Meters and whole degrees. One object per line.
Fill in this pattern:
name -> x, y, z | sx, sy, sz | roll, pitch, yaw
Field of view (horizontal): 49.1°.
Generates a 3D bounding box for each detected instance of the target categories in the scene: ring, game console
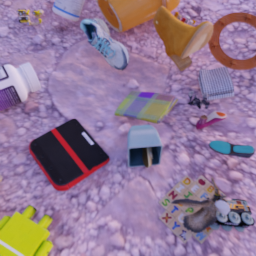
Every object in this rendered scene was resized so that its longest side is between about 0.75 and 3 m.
ring -> 3.847, -3.011, 9.585 | 2.167, 0.208, 2.167 | 0, 79, 3
game console -> -1.868, 0.770, 8.651 | 1.838, 0.322, 2.078 | -31, 60, -25

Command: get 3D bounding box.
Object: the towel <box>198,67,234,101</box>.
towel -> 3.088, -1.610, 9.929 | 1.082, 0.559, 1.307 | -11, 50, 13

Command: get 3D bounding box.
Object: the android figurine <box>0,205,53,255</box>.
android figurine -> -2.749, 2.879, 7.064 | 1.606, 0.362, 1.765 | 22, 56, 15

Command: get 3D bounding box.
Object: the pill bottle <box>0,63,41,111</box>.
pill bottle -> -4.285, -1.318, 9.458 | 2.404, 1.340, 1.340 | -27, 59, -18

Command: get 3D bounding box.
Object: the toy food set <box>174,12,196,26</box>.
toy food set -> 2.480, -4.748, 12.578 | 1.022, 0.460, 0.488 | 23, 42, -5

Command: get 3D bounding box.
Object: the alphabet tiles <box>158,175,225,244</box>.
alphabet tiles -> 1.803, 2.190, 7.741 | 1.846, 0.058, 1.536 | -37, 62, -24

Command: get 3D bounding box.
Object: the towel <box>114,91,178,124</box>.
towel -> 0.575, -0.714, 9.344 | 1.878, 0.214, 1.348 | 12, 50, 35

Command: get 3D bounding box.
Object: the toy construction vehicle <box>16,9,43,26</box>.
toy construction vehicle -> -4.494, -5.039, 12.764 | 1.195, 0.421, 1.040 | -2, 43, -5

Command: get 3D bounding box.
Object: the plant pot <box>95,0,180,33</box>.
plant pot -> 0.216, -5.608, 11.794 | 2.728, 2.980, 2.980 | -38, 62, -7

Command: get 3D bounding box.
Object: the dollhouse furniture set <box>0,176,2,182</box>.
dollhouse furniture set -> -4.726, 1.166, 7.357 | 2.225, 2.044, 1.448 | 44, 59, -7

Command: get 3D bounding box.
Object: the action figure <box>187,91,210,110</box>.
action figure -> 2.314, -0.929, 9.180 | 0.658, 0.565, 1.106 | -2, 14, -2

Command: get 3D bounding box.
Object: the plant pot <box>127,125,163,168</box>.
plant pot -> 0.436, 0.475, 8.453 | 0.997, 0.995, 1.016 | -4, 48, -3

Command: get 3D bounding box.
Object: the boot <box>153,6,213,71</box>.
boot -> 1.680, -3.397, 9.693 | 1.052, 2.990, 2.141 | -29, 82, -9

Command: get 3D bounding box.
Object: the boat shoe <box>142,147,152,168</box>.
boat shoe -> 0.618, 0.728, 8.505 | 0.314, 0.364, 0.998 | 6, 59, -23

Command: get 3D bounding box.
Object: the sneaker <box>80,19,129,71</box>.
sneaker -> -0.974, -3.103, 10.553 | 2.460, 0.955, 1.062 | 52, 31, 12

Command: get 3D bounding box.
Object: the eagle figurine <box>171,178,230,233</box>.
eagle figurine -> 1.801, 1.953, 6.868 | 1.200, 0.905, 0.910 | -27, 58, -8

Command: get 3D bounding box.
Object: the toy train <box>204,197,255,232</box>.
toy train -> 2.569, 2.202, 7.237 | 1.381, 0.588, 0.787 | 9, 42, -12

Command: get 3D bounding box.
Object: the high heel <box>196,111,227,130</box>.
high heel -> 2.752, -0.236, 9.300 | 1.108, 0.533, 0.374 | -6, 47, -19

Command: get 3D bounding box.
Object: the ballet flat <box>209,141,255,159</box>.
ballet flat -> 3.057, 0.683, 8.338 | 1.294, 0.473, 0.473 | 7, 54, 17

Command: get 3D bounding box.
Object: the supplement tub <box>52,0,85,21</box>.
supplement tub -> -2.405, -5.620, 11.917 | 1.184, 1.795, 1.184 | 21, 22, -9
